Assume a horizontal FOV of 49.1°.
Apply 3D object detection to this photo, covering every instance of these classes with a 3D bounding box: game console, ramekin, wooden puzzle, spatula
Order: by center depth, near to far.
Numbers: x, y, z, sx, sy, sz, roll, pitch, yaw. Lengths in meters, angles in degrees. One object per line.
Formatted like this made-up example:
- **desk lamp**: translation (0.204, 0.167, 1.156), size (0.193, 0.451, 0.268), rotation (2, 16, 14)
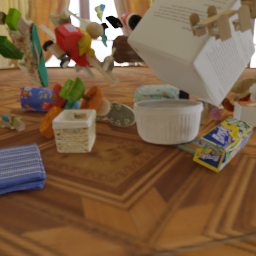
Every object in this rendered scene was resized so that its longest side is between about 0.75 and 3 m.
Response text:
- **ramekin**: translation (1.326, -0.251, 9.477), size (2.274, 1.193, 2.274), rotation (-2, 12, 0)
- **game console**: translation (-0.789, -3.639, 9.873), size (1.185, 0.143, 0.699), rotation (-26, 63, -24)
- **spatula**: translation (-2.485, -4.055, 11.289), size (1.783, 0.206, 2.565), rotation (-40, 52, -7)
- **wooden puzzle**: translation (3.785, -1.238, 14.396), size (1.894, 0.473, 2.045), rotation (13, 21, 38)

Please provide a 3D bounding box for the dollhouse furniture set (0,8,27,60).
- **dollhouse furniture set**: translation (-3.859, -2.711, 7.877), size (1.776, 1.163, 0.891), rotation (8, -12, 9)

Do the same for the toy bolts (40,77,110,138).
- **toy bolts**: translation (-2.099, -0.527, 10.710), size (1.805, 2.486, 2.603), rotation (32, -10, -29)

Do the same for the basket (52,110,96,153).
- **basket**: translation (-1.638, 0.071, 8.888), size (1.122, 1.021, 1.655), rotation (0, 15, 1)

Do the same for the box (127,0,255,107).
- **box**: translation (2.129, -2.679, 9.192), size (2.787, 2.399, 2.800), rotation (34, -2, 40)

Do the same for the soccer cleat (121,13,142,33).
- **soccer cleat**: translation (0.603, -3.560, 10.562), size (2.179, 0.743, 0.797), rotation (29, 11, -42)

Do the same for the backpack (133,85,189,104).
- **backpack**: translation (1.418, -1.073, 12.025), size (2.355, 1.491, 1.965), rotation (1, 18, 13)

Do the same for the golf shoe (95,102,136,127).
- **golf shoe**: translation (-0.513, -0.659, 11.701), size (2.459, 0.963, 1.196), rotation (13, 15, 36)

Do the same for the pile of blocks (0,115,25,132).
- **pile of blocks**: translation (-4.444, -0.269, 10.830), size (1.458, 0.599, 0.453), rotation (10, 19, 31)

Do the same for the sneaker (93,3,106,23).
- **sneaker**: translation (-1.093, -4.840, 11.739), size (0.555, 0.400, 1.056), rotation (-39, -6, 0)

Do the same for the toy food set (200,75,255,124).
- **toy food set**: translation (4.134, -1.190, 11.772), size (2.899, 1.843, 0.457), rotation (-18, 41, -24)

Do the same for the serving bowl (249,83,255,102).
- **serving bowl**: translation (6.345, -1.211, 12.123), size (2.335, 2.335, 0.768), rotation (16, 63, 43)

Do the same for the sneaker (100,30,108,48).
- **sneaker**: translation (-1.192, -4.551, 14.332), size (0.372, 0.934, 0.362), rotation (-12, 8, 24)

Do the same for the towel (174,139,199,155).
- **towel**: translation (2.236, 0.623, 8.540), size (1.050, 0.155, 1.431), rotation (-8, 18, -28)

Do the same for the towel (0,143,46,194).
- **towel**: translation (-3.151, 1.028, 7.052), size (1.919, 0.316, 2.651), rotation (-8, 16, -19)

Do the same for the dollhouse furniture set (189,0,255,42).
- **dollhouse furniture set**: translation (2.325, -2.804, 6.484), size (1.510, 0.982, 1.387), rotation (-25, 26, -3)

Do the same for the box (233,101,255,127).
- **box**: translation (5.308, -0.561, 11.373), size (1.733, 0.845, 1.078), rotation (2, 16, 7)

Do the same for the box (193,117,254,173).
- **box**: translation (2.700, 0.392, 7.821), size (0.772, 0.708, 2.203), rotation (28, 33, 31)

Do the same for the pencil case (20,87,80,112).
- **pencil case**: translation (-3.765, -1.383, 13.599), size (2.883, 1.125, 1.252), rotation (3, 49, 8)

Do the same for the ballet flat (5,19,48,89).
- **ballet flat**: translation (-3.463, -2.521, 9.794), size (0.943, 2.951, 1.116), rotation (3, 56, -3)

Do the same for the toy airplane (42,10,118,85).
- **toy airplane**: translation (-1.355, -2.483, 8.598), size (2.357, 1.663, 2.346), rotation (39, 9, -35)

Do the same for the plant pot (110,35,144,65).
- **plant pot**: translation (0.154, -3.582, 12.927), size (1.390, 1.404, 1.404), rotation (16, 22, 39)
